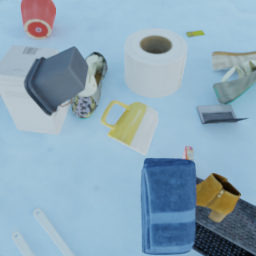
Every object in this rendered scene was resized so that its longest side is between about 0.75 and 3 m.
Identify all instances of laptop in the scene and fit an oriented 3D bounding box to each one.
[{"bbox_3d":[2.868,-0.491,8.627,1.138,0.704,1.215,-3,50,-3],"label":"laptop"}]

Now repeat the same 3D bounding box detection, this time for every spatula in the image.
[{"bbox_3d":[-1.858,3.137,5.897,1.934,0.223,2.782,-37,59,-26],"label":"spatula"}]

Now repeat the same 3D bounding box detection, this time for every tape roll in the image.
[{"bbox_3d":[0.904,-2.253,9.628,2.087,1.433,2.087,0,49,0],"label":"tape roll"}]

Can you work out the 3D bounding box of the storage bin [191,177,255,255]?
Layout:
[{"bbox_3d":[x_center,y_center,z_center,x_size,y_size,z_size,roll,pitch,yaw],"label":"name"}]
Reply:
[{"bbox_3d":[1.959,2.125,5.972,2.059,1.392,0.966,26,55,21],"label":"storage bin"}]

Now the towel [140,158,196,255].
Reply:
[{"bbox_3d":[0.556,1.099,3.858,0.760,1.360,0.330,-1,11,1],"label":"towel"}]

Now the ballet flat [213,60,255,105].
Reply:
[{"bbox_3d":[4.025,-1.783,9.416,2.924,0.985,0.931,-31,91,-22],"label":"ballet flat"}]

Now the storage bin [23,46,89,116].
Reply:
[{"bbox_3d":[-1.259,-0.944,5.435,0.883,0.957,1.315,-23,34,15],"label":"storage bin"}]

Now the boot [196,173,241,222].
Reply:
[{"bbox_3d":[1.145,0.944,4.347,1.051,0.752,0.370,29,39,22],"label":"boot"}]

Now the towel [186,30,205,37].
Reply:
[{"bbox_3d":[2.897,-4.046,12.044,0.750,0.068,0.323,-10,56,-10],"label":"towel"}]

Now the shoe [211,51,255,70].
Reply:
[{"bbox_3d":[4.284,-2.451,10.375,2.432,0.850,0.649,1,92,-2],"label":"shoe"}]

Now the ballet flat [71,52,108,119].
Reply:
[{"bbox_3d":[-1.337,-1.605,9.398,1.020,1.020,2.837,6,50,5],"label":"ballet flat"}]

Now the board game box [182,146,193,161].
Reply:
[{"bbox_3d":[1.556,1.039,7.351,0.210,0.686,0.906,6,49,5],"label":"board game box"}]

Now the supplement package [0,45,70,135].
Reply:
[{"bbox_3d":[-2.652,-1.036,8.083,1.346,2.220,1.329,7,50,6],"label":"supplement package"}]

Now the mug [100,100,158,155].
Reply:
[{"bbox_3d":[0.130,-0.072,5.976,0.936,1.169,0.960,25,85,34],"label":"mug"}]

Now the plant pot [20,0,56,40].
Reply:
[{"bbox_3d":[-3.734,-4.517,11.637,1.484,1.484,1.313,-6,62,-5],"label":"plant pot"}]
